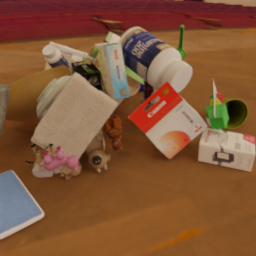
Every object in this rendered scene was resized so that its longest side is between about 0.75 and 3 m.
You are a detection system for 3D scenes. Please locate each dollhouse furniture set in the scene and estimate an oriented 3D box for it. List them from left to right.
[{"bbox_3d":[-1.159,-2.240,9.253,0.323,0.835,0.418,30,11,29],"label":"dollhouse furniture set"}]

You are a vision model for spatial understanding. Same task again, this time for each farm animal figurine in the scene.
[{"bbox_3d":[-1.433,0.793,8.159,2.842,1.429,2.295,-30,19,-37],"label":"farm animal figurine"}]

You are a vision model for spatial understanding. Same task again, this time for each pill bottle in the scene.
[{"bbox_3d":[-2.887,-2.723,11.196,0.683,1.231,0.683,-6,64,13],"label":"pill bottle"},{"bbox_3d":[0.851,-2.187,9.215,1.367,1.367,2.463,-23,53,-36],"label":"pill bottle"}]

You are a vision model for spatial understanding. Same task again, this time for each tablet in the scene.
[{"bbox_3d":[-3.310,1.922,7.160,1.521,0.160,2.337,-21,35,-34],"label":"tablet"}]

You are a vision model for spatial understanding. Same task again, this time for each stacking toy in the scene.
[{"bbox_3d":[-0.392,-2.550,14.534,1.249,1.249,2.927,-8,23,-15],"label":"stacking toy"}]

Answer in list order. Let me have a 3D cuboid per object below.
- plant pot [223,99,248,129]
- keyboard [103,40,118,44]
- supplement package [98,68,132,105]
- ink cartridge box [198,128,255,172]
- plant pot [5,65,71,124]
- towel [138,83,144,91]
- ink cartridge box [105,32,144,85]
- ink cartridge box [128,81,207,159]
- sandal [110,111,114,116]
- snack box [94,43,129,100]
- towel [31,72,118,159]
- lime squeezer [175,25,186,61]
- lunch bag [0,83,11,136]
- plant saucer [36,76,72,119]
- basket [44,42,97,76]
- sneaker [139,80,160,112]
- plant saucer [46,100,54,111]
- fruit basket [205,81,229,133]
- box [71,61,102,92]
[{"bbox_3d":[3.904,-0.676,11.084,1.179,1.179,1.135,-3,17,-6],"label":"plant pot"},{"bbox_3d":[-0.443,-3.357,12.004,1.458,0.289,0.759,25,43,-36],"label":"keyboard"},{"bbox_3d":[-0.788,-1.960,12.458,0.968,0.964,1.650,33,12,-51],"label":"supplement package"},{"bbox_3d":[3.128,0.656,8.945,1.606,0.677,1.163,11,30,18],"label":"ink cartridge box"},{"bbox_3d":[-3.365,-1.044,10.366,2.404,2.241,2.241,-13,31,-23],"label":"plant pot"},{"bbox_3d":[0.981,-2.202,14.546,1.502,0.372,1.109,-6,36,-11],"label":"towel"},{"bbox_3d":[0.000,-3.248,13.159,2.612,0.626,1.901,25,42,-13],"label":"ink cartridge box"},{"bbox_3d":[1.236,-0.171,8.442,1.613,1.989,0.499,-42,34,10],"label":"ink cartridge box"},{"bbox_3d":[-1.455,-0.572,9.755,2.296,0.655,0.911,-18,27,-27],"label":"sandal"},{"bbox_3d":[-0.642,-2.123,9.980,0.539,1.688,2.905,-13,20,-9],"label":"snack box"},{"bbox_3d":[-1.486,-0.190,7.695,1.492,2.251,0.388,35,8,-19],"label":"towel"},{"bbox_3d":[1.571,-2.246,9.388,0.465,2.467,0.871,35,40,31],"label":"lime squeezer"},{"bbox_3d":[-4.641,-0.636,8.099,2.043,1.675,1.201,10,6,-19],"label":"lunch bag"},{"bbox_3d":[-2.360,-1.038,8.619,0.423,1.685,1.685,39,28,-11],"label":"plant saucer"},{"bbox_3d":[-2.721,-2.943,12.962,1.855,1.505,1.872,10,12,-32],"label":"basket"},{"bbox_3d":[0.918,-1.563,10.788,1.118,2.871,1.180,12,-12,44],"label":"sneaker"},{"bbox_3d":[-1.750,-0.532,8.562,1.422,1.422,0.361,-9,70,-16],"label":"plant saucer"},{"bbox_3d":[2.782,-0.678,8.928,0.641,1.266,1.367,-12,56,20],"label":"fruit basket"},{"bbox_3d":[-1.662,-1.559,11.575,0.868,2.017,1.651,-13,31,-16],"label":"box"}]
